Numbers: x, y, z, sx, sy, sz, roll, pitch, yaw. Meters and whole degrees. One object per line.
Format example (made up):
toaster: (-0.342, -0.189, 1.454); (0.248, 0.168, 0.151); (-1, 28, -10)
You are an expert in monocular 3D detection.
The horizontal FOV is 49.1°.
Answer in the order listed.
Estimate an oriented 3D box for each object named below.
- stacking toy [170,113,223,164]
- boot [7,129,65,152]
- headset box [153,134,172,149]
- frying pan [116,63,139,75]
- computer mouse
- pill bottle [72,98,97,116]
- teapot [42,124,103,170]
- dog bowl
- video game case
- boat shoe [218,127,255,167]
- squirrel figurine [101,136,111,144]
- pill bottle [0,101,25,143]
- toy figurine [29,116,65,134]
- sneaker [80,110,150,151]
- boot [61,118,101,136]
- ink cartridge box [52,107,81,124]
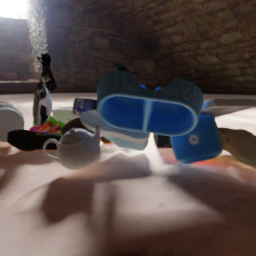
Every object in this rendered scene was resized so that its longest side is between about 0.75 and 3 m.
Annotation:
stacking toy: (2.382, 0.413, 9.305); (1.454, 1.375, 2.505); (-15, -8, 20)
boot: (-3.273, 0.441, 10.394); (1.977, 0.766, 1.367); (10, 5, -1)
headset box: (1.760, 0.268, 10.812); (1.484, 0.770, 1.994); (0, 11, 0)
frying pan: (-0.084, -2.196, 10.733); (0.190, 0.707, 1.169); (-44, -10, 31)
computer mouse: (-2.901, -1.120, 9.778); (0.588, 2.682, 1.471); (-6, 53, -30)
pill bottle: (-1.663, -0.886, 12.364); (1.424, 0.797, 0.797); (6, 11, 5)
teapot: (-1.432, 0.469, 7.653); (1.282, 0.949, 1.299); (5, 34, 33)
dog bowl: (0.532, -0.554, 7.488); (2.936, 1.636, 0.728); (8, 50, 3)
video game case: (2.388, -0.460, 9.188); (2.044, 0.257, 2.854); (-3, -9, -34)
boat shoe: (3.653, 0.531, 8.833); (0.927, 0.985, 2.742); (10, 9, -18)
squirrel figurine: (-0.532, 0.349, 11.092); (0.970, 0.735, 1.039); (13, 27, 11)
pill bottle: (-5.188, -0.274, 11.652); (1.539, 1.539, 2.696); (-6, 12, -28)
toy figurine: (-3.406, 0.173, 11.338); (1.469, 1.103, 1.352); (10, 23, 1)
sneaker: (-0.516, 0.229, 9.795); (2.581, 1.058, 0.954); (21, 46, 17)
boot: (-2.027, 0.278, 10.626); (2.362, 0.854, 1.964); (-15, 18, 27)
ink cartridge box: (-2.865, -0.439, 13.811); (1.107, 1.088, 1.504); (4, 11, 20)
